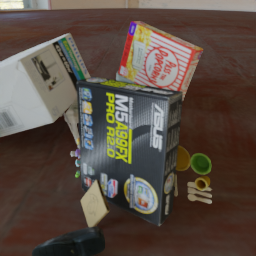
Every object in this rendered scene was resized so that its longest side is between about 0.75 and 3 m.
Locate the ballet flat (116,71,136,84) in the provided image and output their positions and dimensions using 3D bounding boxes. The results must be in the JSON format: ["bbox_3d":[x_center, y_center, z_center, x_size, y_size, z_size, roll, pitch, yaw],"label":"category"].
[{"bbox_3d":[0.349,-2.039,11.801,2.033,0.648,0.685,16,32,28],"label":"ballet flat"}]

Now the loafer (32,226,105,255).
[{"bbox_3d":[-0.975,1.950,4.677,1.191,0.434,0.431,-8,15,-5],"label":"loafer"}]

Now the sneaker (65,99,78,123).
[{"bbox_3d":[-1.667,-0.800,9.380,0.662,0.770,1.819,8,29,5],"label":"sneaker"}]

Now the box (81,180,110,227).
[{"bbox_3d":[-0.622,1.411,5.134,0.080,0.752,0.615,1,49,-37],"label":"box"}]

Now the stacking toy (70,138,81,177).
[{"bbox_3d":[-1.155,0.696,6.525,0.179,0.574,0.762,6,49,-26],"label":"stacking toy"}]

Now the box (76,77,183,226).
[{"bbox_3d":[-0.053,0.379,5.326,1.963,2.450,0.542,17,27,32],"label":"box"}]

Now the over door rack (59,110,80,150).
[{"bbox_3d":[-0.883,-0.459,8.504,2.152,0.970,2.913,-12,32,-23],"label":"over door rack"}]

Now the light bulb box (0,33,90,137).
[{"bbox_3d":[-2.949,-1.236,8.171,2.741,1.725,2.765,-12,25,24],"label":"light bulb box"}]

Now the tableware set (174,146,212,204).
[{"bbox_3d":[0.858,0.891,5.568,1.683,1.134,0.258,7,19,39],"label":"tableware set"}]

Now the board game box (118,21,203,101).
[{"bbox_3d":[1.075,-2.421,10.321,2.771,2.099,0.642,33,36,25],"label":"board game box"}]
